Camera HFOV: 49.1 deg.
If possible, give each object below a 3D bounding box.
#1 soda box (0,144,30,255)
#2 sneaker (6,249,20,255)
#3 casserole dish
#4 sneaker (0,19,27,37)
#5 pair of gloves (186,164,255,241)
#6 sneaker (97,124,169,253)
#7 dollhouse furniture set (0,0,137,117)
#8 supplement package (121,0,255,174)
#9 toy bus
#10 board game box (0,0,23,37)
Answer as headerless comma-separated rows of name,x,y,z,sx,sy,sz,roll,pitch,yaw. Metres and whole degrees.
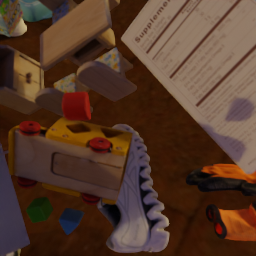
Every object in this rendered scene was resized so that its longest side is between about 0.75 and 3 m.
soda box,-2.193,0.743,4.034,0.773,0.718,2.265,-13,79,-40
sneaker,-2.737,2.863,5.180,1.227,0.645,1.698,1,48,-12
casserole dish,-3.699,-4.947,10.235,2.953,0.573,1.789,38,65,22
sneaker,-4.436,-3.365,9.091,2.043,0.819,0.719,-15,61,-8
pair of gloves,2.274,0.955,4.154,2.531,2.840,0.351,0,97,2
sneaker,-0.094,0.900,4.768,0.966,0.896,2.384,-4,51,-16
dollhouse furniture set,-1.648,-1.561,5.077,2.873,1.869,2.639,-24,61,28
supplement package,1.539,-0.934,4.195,2.736,1.605,1.599,52,26,21
toy bus,-0.721,0.287,3.394,1.511,1.602,0.828,-30,14,19
board game box,-2.606,-2.497,5.541,0.639,1.218,0.627,23,73,-4
